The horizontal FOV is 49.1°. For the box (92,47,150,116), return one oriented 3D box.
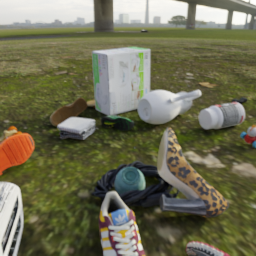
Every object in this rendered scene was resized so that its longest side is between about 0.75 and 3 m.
[{"bbox_3d":[-0.287,-2.348,13.894,2.595,2.941,1.422,-18,28,-33],"label":"box"}]

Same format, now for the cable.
[{"bbox_3d":[0.113,1.530,7.940,2.397,0.609,1.956,-8,25,-16],"label":"cable"}]

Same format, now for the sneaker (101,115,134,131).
[{"bbox_3d":[-0.404,-0.305,12.144,1.544,0.602,0.658,13,27,29],"label":"sneaker"}]

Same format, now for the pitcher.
[{"bbox_3d":[1.825,-1.082,12.390,2.445,1.482,2.097,-12,-13,-34],"label":"pitcher"}]

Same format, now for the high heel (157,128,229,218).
[{"bbox_3d":[1.695,1.132,7.456,1.736,0.869,2.435,7,58,-7],"label":"high heel"}]

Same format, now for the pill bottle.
[{"bbox_3d":[4.016,-0.498,12.067,1.762,1.003,1.003,-10,25,-23],"label":"pill bottle"}]

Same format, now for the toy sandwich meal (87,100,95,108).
[{"bbox_3d":[-1.807,-1.203,14.634,0.849,0.291,0.849,-3,24,1],"label":"toy sandwich meal"}]

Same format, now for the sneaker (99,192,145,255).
[{"bbox_3d":[-0.150,2.283,5.659,0.867,1.043,2.315,-8,25,-18],"label":"sneaker"}]

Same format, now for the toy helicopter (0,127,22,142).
[{"bbox_3d":[-4.397,0.523,9.793,0.523,0.877,1.326,32,27,30],"label":"toy helicopter"}]

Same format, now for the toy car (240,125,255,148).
[{"bbox_3d":[4.722,0.184,10.500,0.707,0.799,0.737,-27,45,-13],"label":"toy car"}]

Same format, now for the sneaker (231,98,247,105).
[{"bbox_3d":[6.040,-1.390,15.065,0.883,0.335,0.401,-11,35,-8],"label":"sneaker"}]

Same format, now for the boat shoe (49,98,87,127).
[{"bbox_3d":[-2.845,-0.659,12.956,0.819,0.821,2.276,-23,17,40],"label":"boat shoe"}]

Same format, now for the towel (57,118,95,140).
[{"bbox_3d":[-2.068,0.051,11.406,1.114,0.576,1.345,9,23,15],"label":"towel"}]

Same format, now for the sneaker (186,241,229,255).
[{"bbox_3d":[1.776,2.687,5.342,1.635,0.659,0.611,12,68,48],"label":"sneaker"}]

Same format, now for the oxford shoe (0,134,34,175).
[{"bbox_3d":[-4.086,0.925,8.842,0.972,0.954,2.680,-12,15,27],"label":"oxford shoe"}]

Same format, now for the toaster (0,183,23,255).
[{"bbox_3d":[-3.206,2.097,5.411,1.887,1.660,2.922,0,21,-10],"label":"toaster"}]

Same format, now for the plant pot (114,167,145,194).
[{"bbox_3d":[0.057,1.436,7.761,0.869,0.582,0.869,1,51,-2],"label":"plant pot"}]
